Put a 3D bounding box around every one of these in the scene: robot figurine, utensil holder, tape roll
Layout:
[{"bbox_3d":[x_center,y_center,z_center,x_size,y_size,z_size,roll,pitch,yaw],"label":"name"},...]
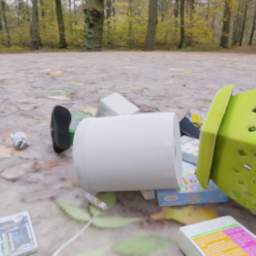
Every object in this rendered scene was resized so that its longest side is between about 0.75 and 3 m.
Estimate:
[{"bbox_3d":[-4.366,0.492,11.289,0.828,0.552,0.977,34,3,-30],"label":"robot figurine"},{"bbox_3d":[0.109,0.695,7.731,2.548,2.165,2.165,-4,19,15],"label":"utensil holder"},{"bbox_3d":[-2.016,0.009,12.519,2.451,0.589,2.451,0,21,0],"label":"tape roll"}]

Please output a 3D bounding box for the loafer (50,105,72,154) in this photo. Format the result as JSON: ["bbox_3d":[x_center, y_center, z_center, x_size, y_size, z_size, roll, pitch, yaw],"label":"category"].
[{"bbox_3d":[-2.767,0.045,11.026,0.829,0.811,2.272,21,42,-31],"label":"loafer"}]

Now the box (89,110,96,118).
[{"bbox_3d":[-1.246,-0.401,12.101,0.599,0.491,1.262,-10,21,-20],"label":"box"}]

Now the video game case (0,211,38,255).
[{"bbox_3d":[-2.869,2.537,6.446,1.301,0.167,1.431,-11,23,-25],"label":"video game case"}]

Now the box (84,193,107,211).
[{"bbox_3d":[-0.895,2.011,7.626,0.777,0.161,0.150,17,45,42],"label":"box"}]

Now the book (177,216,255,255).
[{"bbox_3d":[2.294,2.722,5.494,1.570,0.565,2.351,-8,23,-25],"label":"book"}]

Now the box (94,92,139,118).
[{"bbox_3d":[-0.535,-0.173,9.348,1.051,1.645,0.896,39,40,13],"label":"box"}]

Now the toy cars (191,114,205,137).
[{"bbox_3d":[2.784,0.167,10.237,0.374,1.688,0.757,-11,19,38],"label":"toy cars"}]

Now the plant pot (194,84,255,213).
[{"bbox_3d":[3.016,0.421,7.037,2.200,2.412,2.424,14,46,22],"label":"plant pot"}]

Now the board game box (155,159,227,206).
[{"bbox_3d":[1.658,1.476,8.807,1.923,0.465,2.542,-2,22,-6],"label":"board game box"}]

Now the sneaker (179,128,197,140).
[{"bbox_3d":[1.726,0.162,11.166,2.476,1.120,0.823,21,41,41],"label":"sneaker"}]

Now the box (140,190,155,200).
[{"bbox_3d":[0.430,1.657,8.596,0.303,0.283,1.463,-6,22,-14],"label":"box"}]

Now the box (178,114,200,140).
[{"bbox_3d":[2.623,-0.013,11.708,1.032,0.537,0.940,42,20,4],"label":"box"}]

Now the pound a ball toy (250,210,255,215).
[{"bbox_3d":[3.194,1.991,7.566,0.494,0.322,0.757,-25,39,-5],"label":"pound a ball toy"}]

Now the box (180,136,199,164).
[{"bbox_3d":[2.188,0.749,9.542,1.241,0.328,1.591,-17,24,-39],"label":"box"}]
